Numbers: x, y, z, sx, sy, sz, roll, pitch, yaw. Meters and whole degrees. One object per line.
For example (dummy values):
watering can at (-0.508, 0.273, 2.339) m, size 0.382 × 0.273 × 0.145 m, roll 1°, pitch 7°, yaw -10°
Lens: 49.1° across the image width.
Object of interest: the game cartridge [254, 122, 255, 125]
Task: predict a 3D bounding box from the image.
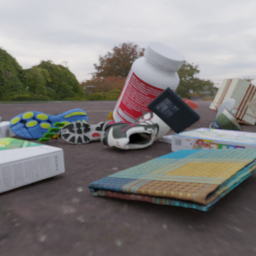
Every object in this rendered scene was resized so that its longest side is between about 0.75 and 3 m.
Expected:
game cartridge at (6.786, -0.234, 13.464) m, size 1.104 × 0.327 × 1.703 m, roll -4°, pitch 7°, yaw 0°

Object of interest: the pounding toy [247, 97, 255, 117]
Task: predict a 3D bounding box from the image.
pounding toy at (4.130, -0.774, 6.664) m, size 2.612 × 1.195 × 2.295 m, roll -20°, pitch -19°, yaw -34°

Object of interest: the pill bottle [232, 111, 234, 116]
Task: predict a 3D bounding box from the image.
pill bottle at (4.541, -0.536, 12.844) m, size 0.583 × 0.974 × 0.583 m, roll 2°, pitch 1°, yaw 0°

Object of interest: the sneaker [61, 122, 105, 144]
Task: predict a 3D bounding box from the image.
sneaker at (-1.333, 0.228, 9.202) m, size 1.767 × 0.712 × 0.737 m, roll -1°, pitch -14°, yaw -26°

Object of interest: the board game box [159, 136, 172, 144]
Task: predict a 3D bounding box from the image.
board game box at (1.563, 0.366, 9.280) m, size 0.906 × 0.157 × 0.572 m, roll -4°, pitch 9°, yaw -30°

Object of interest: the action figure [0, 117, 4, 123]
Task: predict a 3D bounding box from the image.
action figure at (-3.950, -0.081, 7.111) m, size 0.812 × 1.553 × 1.502 m, roll 35°, pitch 41°, yaw 29°

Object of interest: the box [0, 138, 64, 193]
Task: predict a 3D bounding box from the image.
box at (-2.936, 0.728, 4.860) m, size 2.132 × 0.537 × 2.953 m, roll 6°, pitch 10°, yaw 38°

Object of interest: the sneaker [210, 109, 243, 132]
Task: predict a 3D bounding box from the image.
sneaker at (3.398, 0.014, 9.845) m, size 0.671 × 0.898 × 2.001 m, roll 55°, pitch 13°, yaw 32°

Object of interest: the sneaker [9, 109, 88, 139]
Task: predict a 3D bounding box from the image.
sneaker at (-2.880, -0.072, 10.340) m, size 2.829 × 1.003 × 1.172 m, roll -9°, pitch -10°, yaw -36°

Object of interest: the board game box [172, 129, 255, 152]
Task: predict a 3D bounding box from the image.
board game box at (2.815, 0.441, 7.483) m, size 2.735 × 0.468 × 1.839 m, roll 6°, pitch 10°, yaw 40°

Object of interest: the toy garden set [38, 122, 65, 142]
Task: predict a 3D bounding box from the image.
toy garden set at (-2.340, 0.104, 8.911) m, size 0.920 × 0.184 × 0.767 m, roll -42°, pitch -18°, yaw 18°

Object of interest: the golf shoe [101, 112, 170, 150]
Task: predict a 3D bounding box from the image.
golf shoe at (0.482, 0.190, 8.274) m, size 2.574 × 0.994 × 1.134 m, roll -14°, pitch 26°, yaw -34°

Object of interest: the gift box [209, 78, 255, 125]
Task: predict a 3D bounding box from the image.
gift box at (5.334, -1.297, 14.214) m, size 2.169 × 2.026 × 2.002 m, roll 22°, pitch 4°, yaw -4°

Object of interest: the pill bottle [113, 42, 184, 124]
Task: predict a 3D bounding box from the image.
pill bottle at (0.679, -1.272, 9.393) m, size 1.625 × 2.895 × 1.625 m, roll 17°, pitch 34°, yaw -12°

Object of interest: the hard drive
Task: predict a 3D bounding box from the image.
hard drive at (1.178, -0.417, 7.303) m, size 0.810 × 1.161 × 0.191 m, roll -41°, pitch 14°, yaw 38°

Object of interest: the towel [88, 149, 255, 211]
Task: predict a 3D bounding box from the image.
towel at (1.027, 0.766, 4.894) m, size 2.096 × 0.310 × 2.858 m, roll -5°, pitch 4°, yaw 40°

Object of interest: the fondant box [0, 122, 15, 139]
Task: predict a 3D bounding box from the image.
fondant box at (-5.066, 0.113, 9.774) m, size 1.837 × 0.535 × 1.325 m, roll 1°, pitch 7°, yaw -1°

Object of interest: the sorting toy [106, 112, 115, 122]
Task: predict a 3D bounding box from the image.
sorting toy at (-0.426, -0.209, 11.269) m, size 0.805 × 0.800 × 2.322 m, roll -3°, pitch 7°, yaw -21°

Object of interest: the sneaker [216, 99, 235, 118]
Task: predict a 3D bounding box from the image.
sneaker at (3.774, -0.426, 10.742) m, size 0.783 × 1.328 × 0.489 m, roll 26°, pitch 2°, yaw -43°

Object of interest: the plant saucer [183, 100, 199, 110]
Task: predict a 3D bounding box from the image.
plant saucer at (1.590, -0.770, 13.240) m, size 2.563 × 0.470 × 2.559 m, roll -25°, pitch 15°, yaw -15°
